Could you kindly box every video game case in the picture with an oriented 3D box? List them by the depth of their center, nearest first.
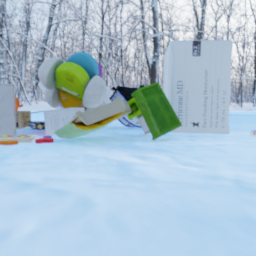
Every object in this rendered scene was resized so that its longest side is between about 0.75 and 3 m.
[{"bbox_3d":[-3.112,-1.421,15.352,2.676,0.338,2.937,-4,49,-54],"label":"video game case"}]

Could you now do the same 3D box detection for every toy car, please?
[{"bbox_3d":[-1.804,-1.674,10.625,2.469,2.115,2.821,25,-27,8],"label":"toy car"}]

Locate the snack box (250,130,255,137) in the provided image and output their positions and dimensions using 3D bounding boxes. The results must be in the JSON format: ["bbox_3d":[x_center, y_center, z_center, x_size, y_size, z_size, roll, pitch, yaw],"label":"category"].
[{"bbox_3d":[4.352,0.200,7.970,0.551,0.186,1.531,-4,6,-42],"label":"snack box"}]

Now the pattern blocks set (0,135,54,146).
[{"bbox_3d":[-2.919,0.277,7.298,1.808,0.147,1.590,-2,5,-20],"label":"pattern blocks set"}]

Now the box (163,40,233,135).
[{"bbox_3d":[2.256,-1.319,9.846,1.905,2.899,2.914,0,5,3],"label":"box"}]

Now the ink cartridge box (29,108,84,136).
[{"bbox_3d":[-2.316,-0.237,9.449,1.679,0.802,1.912,-5,5,-10],"label":"ink cartridge box"}]

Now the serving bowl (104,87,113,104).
[{"bbox_3d":[-1.753,-1.330,13.880,2.186,2.186,0.719,1,-19,7],"label":"serving bowl"}]

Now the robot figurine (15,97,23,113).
[{"bbox_3d":[-3.790,-0.741,9.124,0.583,0.473,0.811,-24,33,3],"label":"robot figurine"}]

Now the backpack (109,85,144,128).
[{"bbox_3d":[0.235,-0.801,11.546,1.883,1.450,1.793,-10,48,-44],"label":"backpack"}]

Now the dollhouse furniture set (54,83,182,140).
[{"bbox_3d":[-0.286,0.039,7.583,2.749,1.379,1.801,-24,-3,-34],"label":"dollhouse furniture set"}]

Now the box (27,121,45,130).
[{"bbox_3d":[-3.316,-0.109,11.221,1.117,0.280,1.126,-2,6,-35],"label":"box"}]

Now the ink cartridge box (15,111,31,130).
[{"bbox_3d":[-4.900,-0.336,11.242,1.599,0.729,1.942,-1,5,-7],"label":"ink cartridge box"}]

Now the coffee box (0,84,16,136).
[{"bbox_3d":[-4.719,-0.550,8.725,2.759,1.560,1.101,4,6,38],"label":"coffee box"}]
